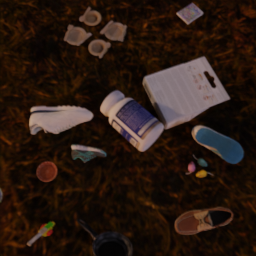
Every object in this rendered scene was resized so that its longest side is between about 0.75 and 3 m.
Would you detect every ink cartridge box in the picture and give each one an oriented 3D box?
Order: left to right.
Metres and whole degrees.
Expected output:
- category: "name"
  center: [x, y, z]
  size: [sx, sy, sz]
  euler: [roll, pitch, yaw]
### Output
- category: "ink cartridge box"
  center: [2.441, -1.545, 12.103]
  size: [2.940, 0.839, 2.389]
  euler: [-19, 70, -12]

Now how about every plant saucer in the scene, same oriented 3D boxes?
- category: "plant saucer"
  center: [-3.218, 1.743, 11.120]
  size: [0.799, 0.129, 0.799]
  euler: [0, 70, 0]

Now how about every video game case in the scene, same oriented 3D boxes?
- category: "video game case"
  center: [3.064, -5.664, 13.869]
  size: [1.112, 0.100, 0.796]
  euler: [-38, 77, -18]

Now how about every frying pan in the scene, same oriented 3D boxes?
- category: "frying pan"
  center: [-0.991, 4.092, 9.788]
  size: [2.313, 0.376, 1.399]
  euler: [14, 26, 9]

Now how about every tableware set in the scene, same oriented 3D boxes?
- category: "tableware set"
  center: [-1.572, -4.561, 13.436]
  size: [2.730, 0.317, 2.280]
  euler: [30, 73, 10]

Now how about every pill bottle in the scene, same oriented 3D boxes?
- category: "pill bottle"
  center: [0.114, -0.318, 11.220]
  size: [2.416, 1.398, 1.398]
  euler: [42, 74, 14]

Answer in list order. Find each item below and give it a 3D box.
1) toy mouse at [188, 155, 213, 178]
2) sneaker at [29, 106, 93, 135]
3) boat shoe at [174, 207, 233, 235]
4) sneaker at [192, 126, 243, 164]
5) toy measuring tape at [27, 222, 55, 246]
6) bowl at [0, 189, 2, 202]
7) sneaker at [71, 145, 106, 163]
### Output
- category: "toy mouse"
  center: [2.768, 1.504, 11.165]
  size: [1.085, 0.210, 0.965]
  euler: [-10, 69, -4]
- category: "sneaker"
  center: [-2.738, -0.271, 11.493]
  size: [2.649, 1.012, 1.066]
  euler: [-3, 71, 9]
- category: "boat shoe"
  center: [2.755, 3.313, 10.155]
  size: [2.187, 0.785, 0.828]
  euler: [-15, 70, -6]
- category: "sneaker"
  center: [3.572, 0.597, 11.137]
  size: [2.285, 0.923, 0.874]
  euler: [33, 99, -9]
- category: "toy measuring tape"
  center: [-3.100, 3.827, 10.033]
  size: [0.443, 0.443, 1.205]
  euler: [37, 43, 13]
- category: "bowl"
  center: [-5.241, 2.651, 10.532]
  size: [1.002, 0.470, 1.002]
  euler: [7, 63, -13]
- category: "sneaker"
  center: [-1.605, 1.087, 11.236]
  size: [1.437, 0.558, 0.656]
  euler: [9, 86, 6]
